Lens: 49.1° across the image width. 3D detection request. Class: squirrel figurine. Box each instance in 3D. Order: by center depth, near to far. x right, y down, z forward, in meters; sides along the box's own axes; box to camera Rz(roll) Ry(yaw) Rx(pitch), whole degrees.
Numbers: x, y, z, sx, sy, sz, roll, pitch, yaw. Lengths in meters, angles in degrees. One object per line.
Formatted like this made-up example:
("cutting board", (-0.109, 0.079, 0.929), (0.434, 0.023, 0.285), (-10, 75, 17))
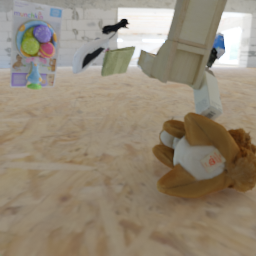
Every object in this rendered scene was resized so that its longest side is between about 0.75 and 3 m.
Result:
("squirrel figurine", (1.921, 0.653, 7.199), (2.637, 1.866, 2.461), (13, 5, -5))

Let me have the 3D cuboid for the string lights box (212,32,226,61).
("string lights box", (3.629, -3.277, 11.240), (0.293, 0.994, 0.511), (12, -26, -16))

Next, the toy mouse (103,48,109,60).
("toy mouse", (-1.089, -3.540, 13.582), (0.255, 1.169, 1.316), (-24, -12, -23))

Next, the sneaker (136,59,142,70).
("sneaker", (1.673, -2.420, 12.482), (2.686, 1.042, 1.225), (7, 37, -27))

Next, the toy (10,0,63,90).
("toy", (-2.849, -2.468, 8.924), (1.554, 2.699, 0.637), (-7, 35, -38))

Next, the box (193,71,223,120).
("box", (1.841, -0.729, 6.567), (0.412, 0.495, 1.205), (26, 47, -20))

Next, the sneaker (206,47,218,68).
("sneaker", (2.042, -1.914, 7.342), (0.314, 0.470, 0.821), (30, 14, -36))

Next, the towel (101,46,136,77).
("towel", (-0.372, -2.252, 9.597), (1.087, 0.267, 1.465), (-15, -18, -22))

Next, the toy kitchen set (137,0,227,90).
("toy kitchen set", (1.668, -2.255, 7.329), (1.985, 2.195, 2.433), (8, 20, -16))

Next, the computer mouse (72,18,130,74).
("computer mouse", (-1.200, -3.098, 10.431), (2.725, 0.598, 1.494), (-50, 34, -16))
